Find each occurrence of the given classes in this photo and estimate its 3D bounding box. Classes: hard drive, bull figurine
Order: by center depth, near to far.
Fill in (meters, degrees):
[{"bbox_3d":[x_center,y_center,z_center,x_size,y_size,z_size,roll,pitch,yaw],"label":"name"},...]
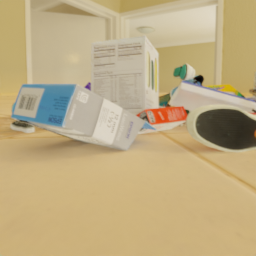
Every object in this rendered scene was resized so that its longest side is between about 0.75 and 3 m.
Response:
[{"bbox_3d":[3.018,-0.773,9.547,2.924,0.371,1.929,16,-10,1],"label":"hard drive"},{"bbox_3d":[1.719,-0.457,10.365,1.203,0.392,0.730,15,40,-5],"label":"bull figurine"}]

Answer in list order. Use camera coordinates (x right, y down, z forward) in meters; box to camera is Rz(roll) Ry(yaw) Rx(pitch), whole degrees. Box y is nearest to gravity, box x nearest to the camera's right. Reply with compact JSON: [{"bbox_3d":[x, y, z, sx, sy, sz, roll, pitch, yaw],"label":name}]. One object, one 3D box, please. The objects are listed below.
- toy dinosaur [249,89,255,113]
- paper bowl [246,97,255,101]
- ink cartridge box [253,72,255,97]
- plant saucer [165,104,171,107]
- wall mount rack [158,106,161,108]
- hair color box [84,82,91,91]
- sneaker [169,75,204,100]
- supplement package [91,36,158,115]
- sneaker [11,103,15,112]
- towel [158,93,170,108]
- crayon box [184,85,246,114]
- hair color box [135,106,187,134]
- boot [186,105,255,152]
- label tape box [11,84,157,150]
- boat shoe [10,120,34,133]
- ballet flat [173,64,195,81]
[{"bbox_3d":[3.898,-0.538,8.059,0.580,1.316,0.312,-45,4,-3],"label":"toy dinosaur"},{"bbox_3d":[5.252,-0.638,10.328,1.912,0.994,1.912,1,0,0],"label":"paper bowl"},{"bbox_3d":[6.595,-1.427,12.310,1.512,2.070,1.519,-2,9,-15],"label":"ink cartridge box"},{"bbox_3d":[1.135,-1.127,14.546,2.142,0.344,2.142,5,17,-1],"label":"plant saucer"},{"bbox_3d":[1.099,-0.523,11.418,0.911,0.391,1.048,4,-20,9],"label":"wall mount rack"},{"bbox_3d":[-2.027,-1.096,11.622,0.888,0.526,1.625,-35,20,50],"label":"hair color box"},{"bbox_3d":[2.546,-1.614,11.794,1.063,0.927,2.364,-27,20,45],"label":"sneaker"},{"bbox_3d":[-0.050,-1.634,10.316,2.014,2.673,2.029,-1,-3,19],"label":"supplement package"},{"bbox_3d":[-3.977,-0.788,12.835,1.159,0.962,2.425,23,27,33],"label":"sneaker"},{"bbox_3d":[1.294,-1.048,12.539,1.354,0.200,1.846,-15,20,36],"label":"towel"},{"bbox_3d":[3.825,-1.274,13.086,2.730,0.796,2.356,-3,28,-3],"label":"crayon box"},{"bbox_3d":[0.981,-0.248,8.869,1.757,0.538,0.892,-8,-15,-41],"label":"hair color box"},{"bbox_3d":[2.487,-0.060,7.338,2.875,1.041,2.074,6,7,-18],"label":"boot"},{"bbox_3d":[-0.974,-0.108,6.910,2.091,0.965,2.919,8,-14,41],"label":"label tape box"},{"bbox_3d":[-3.539,-0.152,9.421,1.340,0.475,0.483,8,12,41],"label":"boat shoe"},{"bbox_3d":[2.434,-2.304,11.729,0.706,0.706,2.034,-1,11,-4],"label":"ballet flat"}]
